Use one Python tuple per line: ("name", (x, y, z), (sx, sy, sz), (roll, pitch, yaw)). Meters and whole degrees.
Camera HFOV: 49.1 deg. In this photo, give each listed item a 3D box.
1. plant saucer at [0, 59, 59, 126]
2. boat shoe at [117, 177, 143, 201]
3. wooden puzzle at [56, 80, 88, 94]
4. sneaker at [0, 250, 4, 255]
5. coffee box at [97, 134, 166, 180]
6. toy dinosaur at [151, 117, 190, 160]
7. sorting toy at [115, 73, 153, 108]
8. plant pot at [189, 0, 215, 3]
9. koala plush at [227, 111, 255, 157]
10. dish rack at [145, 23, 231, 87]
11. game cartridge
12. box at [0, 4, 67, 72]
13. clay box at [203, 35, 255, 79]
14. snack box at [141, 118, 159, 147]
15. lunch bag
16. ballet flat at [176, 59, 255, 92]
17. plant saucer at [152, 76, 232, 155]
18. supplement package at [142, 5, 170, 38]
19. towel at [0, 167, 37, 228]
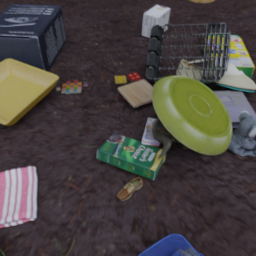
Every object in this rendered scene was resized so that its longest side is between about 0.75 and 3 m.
("plant saucer", (-3.830, -1.102, 9.039), (2.431, 0.589, 2.430), (22, 52, 21))
("boat shoe", (0.038, 1.431, 6.707), (0.759, 0.280, 0.287), (-34, 53, -31))
("wooden puzzle", (-1.962, -1.425, 9.822), (1.128, 0.079, 0.669), (-5, 44, -1))
("sneaker", (-2.553, 2.907, 4.564), (1.008, 1.100, 2.627), (-13, 45, -14))
("coffee box", (0.113, 0.702, 7.292), (1.590, 0.350, 0.978), (19, 34, 18))
("toy dinosaur", (1.244, -0.036, 7.456), (1.393, 1.048, 2.723), (22, 56, 24))
("sorting toy", (0.324, -1.094, 9.262), (1.054, 0.370, 2.187), (-22, 49, -22))
("plant pot", (4.224, -7.679, 16.278), (1.724, 0.237, 1.724), (1, 43, 0))
("koala plush", (3.158, 0.148, 7.492), (0.962, 1.047, 0.928), (-4, 44, -4))
("dish rack", (1.909, -2.421, 9.207), (2.743, 2.104, 0.748), (5, -2, 22))
("game cartridge", (2.614, -0.562, 8.712), (2.358, 0.453, 1.529), (-2, 39, -3))
("box", (-3.934, -3.532, 10.960), (2.210, 1.558, 2.987), (5, 44, 6))
("clay box", (3.820, -2.840, 10.938), (1.447, 0.599, 2.518), (3, 44, 3))
("snack box", (0.709, 0.095, 7.949), (0.474, 0.160, 1.318), (10, 29, 7))
("lunch bag", (0.676, 2.650, 4.803), (1.602, 1.060, 1.088), (-25, 45, -26))
("ballet flat", (2.988, -1.840, 9.464), (2.743, 0.953, 0.953), (12, 45, 17))
("plant saucer", (1.780, -0.482, 7.250), (2.518, 0.391, 2.518), (18, 48, -21))
("supplement package", (1.254, -4.778, 12.633), (0.721, 1.013, 1.300), (23, 47, 19))
("towel", (-3.156, 1.649, 6.466), (2.042, 0.306, 1.495), (-10, 45, -11))
